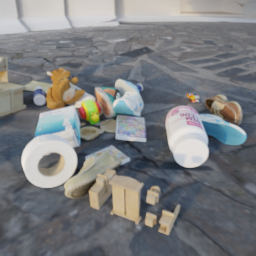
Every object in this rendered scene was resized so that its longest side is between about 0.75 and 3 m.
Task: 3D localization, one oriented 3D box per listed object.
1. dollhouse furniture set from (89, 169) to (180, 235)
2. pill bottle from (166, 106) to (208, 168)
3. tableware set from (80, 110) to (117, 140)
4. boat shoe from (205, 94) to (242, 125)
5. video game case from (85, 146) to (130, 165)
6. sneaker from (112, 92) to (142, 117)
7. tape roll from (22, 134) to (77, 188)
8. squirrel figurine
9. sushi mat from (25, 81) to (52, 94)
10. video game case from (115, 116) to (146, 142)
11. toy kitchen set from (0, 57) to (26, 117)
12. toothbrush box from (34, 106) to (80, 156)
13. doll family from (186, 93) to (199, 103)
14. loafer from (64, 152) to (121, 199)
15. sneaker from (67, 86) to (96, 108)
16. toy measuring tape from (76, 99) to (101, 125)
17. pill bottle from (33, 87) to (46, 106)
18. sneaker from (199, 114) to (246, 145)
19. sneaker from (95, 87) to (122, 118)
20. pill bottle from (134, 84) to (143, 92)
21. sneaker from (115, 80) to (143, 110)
[{"bbox_3d":[0.197,1.773,7.615,2.337,1.211,1.035,14,33,23],"label":"dollhouse furniture set"},{"bbox_3d":[2.112,0.276,10.166,1.353,1.353,2.387,1,30,2],"label":"pill bottle"},{"bbox_3d":[-1.636,-0.185,12.075,2.781,0.323,2.323,24,36,37],"label":"tableware set"},{"bbox_3d":[4.223,-0.780,12.611,0.948,1.000,2.641,-7,20,-4],"label":"boat shoe"},{"bbox_3d":[-0.738,1.097,9.934,1.198,0.137,1.090,-21,35,-33],"label":"video game case"},{"bbox_3d":[-0.006,-1.069,11.925,0.946,0.998,2.472,9,1,13],"label":"sneaker"},{"bbox_3d":[-2.398,1.006,8.556,1.588,1.588,0.555,-14,26,-23],"label":"tape roll"},{"bbox_3d":[-3.372,-1.919,13.497,1.436,2.029,1.894,22,25,-53],"label":"squirrel figurine"},{"bbox_3d":[-4.702,-2.285,16.064,2.863,0.173,1.370,10,32,18],"label":"sushi mat"},{"bbox_3d":[0.110,0.004,11.677,1.209,0.152,1.688,6,32,-4],"label":"video game case"},{"bbox_3d":[-6.575,-1.998,12.726,2.820,2.301,2.544,11,19,14],"label":"toy kitchen set"},{"bbox_3d":[-2.676,0.046,10.850,1.462,0.852,1.997,-14,32,-3],"label":"toothbrush box"},{"bbox_3d":[3.359,-1.654,14.652,0.569,0.413,0.917,0,29,1],"label":"doll family"},{"bbox_3d":[-1.148,1.373,8.558,0.776,0.860,2.273,43,35,17],"label":"loafer"},{"bbox_3d":[-2.749,-1.706,14.150,2.448,0.985,0.935,14,32,23],"label":"sneaker"},{"bbox_3d":[-1.851,-0.969,12.299,0.951,0.951,2.586,-13,30,-22],"label":"toy measuring tape"},{"bbox_3d":[-4.494,-1.652,14.210,0.587,0.587,1.057,-8,41,-14],"label":"pill bottle"},{"bbox_3d":[3.653,-0.042,11.260,2.280,0.872,0.921,23,38,34],"label":"sneaker"},{"bbox_3d":[-0.772,-1.366,13.391,1.188,1.061,2.972,-10,28,-14],"label":"sneaker"},{"bbox_3d":[0.364,-2.092,15.373,0.807,0.448,0.448,-27,37,-21],"label":"pill bottle"},{"bbox_3d":[0.294,-1.676,14.128,1.006,0.907,2.455,4,38,-36],"label":"sneaker"}]
